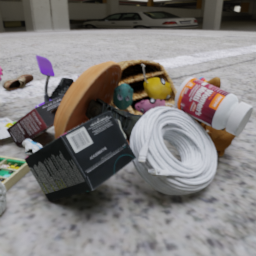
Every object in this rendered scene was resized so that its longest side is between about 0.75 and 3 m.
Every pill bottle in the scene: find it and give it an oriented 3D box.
[{"bbox_3d":[2.204,-0.561,7.314,1.798,0.985,0.985,32,38,31],"label":"pill bottle"}]

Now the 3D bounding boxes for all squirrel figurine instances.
[{"bbox_3d":[2.507,-0.084,8.930,2.344,1.659,2.188,-24,37,28],"label":"squirrel figurine"}]

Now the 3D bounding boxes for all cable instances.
[{"bbox_3d":[1.129,0.548,6.870,2.272,0.786,2.271,24,47,-18],"label":"cable"}]

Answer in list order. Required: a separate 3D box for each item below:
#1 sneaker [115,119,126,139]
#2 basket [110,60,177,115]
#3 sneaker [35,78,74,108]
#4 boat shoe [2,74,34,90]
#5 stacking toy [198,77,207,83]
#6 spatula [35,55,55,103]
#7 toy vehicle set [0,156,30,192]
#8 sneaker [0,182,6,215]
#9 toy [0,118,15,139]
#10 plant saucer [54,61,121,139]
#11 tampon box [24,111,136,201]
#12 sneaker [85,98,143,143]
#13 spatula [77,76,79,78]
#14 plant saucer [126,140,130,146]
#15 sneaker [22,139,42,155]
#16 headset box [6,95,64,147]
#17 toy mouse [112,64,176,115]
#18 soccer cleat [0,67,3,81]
[{"bbox_3d":[-0.371,0.094,6.622,0.463,0.326,0.872,23,32,-40],"label":"sneaker"},{"bbox_3d":[0.507,-1.742,11.468,2.832,2.021,2.110,-19,24,-35],"label":"basket"},{"bbox_3d":[-2.770,-1.373,11.628,0.973,1.392,2.798,16,29,32],"label":"sneaker"},{"bbox_3d":[-5.746,-2.380,14.871,0.621,0.655,1.730,24,43,36],"label":"boat shoe"},{"bbox_3d":[4.093,-2.099,14.333,1.189,0.690,0.652,30,38,30],"label":"stacking toy"},{"bbox_3d":[-3.081,-1.458,10.670,0.272,2.649,0.749,-8,-5,32],"label":"spatula"},{"bbox_3d":[-3.852,1.158,7.410,2.109,0.280,1.310,7,25,14],"label":"toy vehicle set"},{"bbox_3d":[-3.594,1.794,5.221,1.125,1.067,2.794,2,21,29],"label":"sneaker"},{"bbox_3d":[-4.508,0.232,9.124,1.145,0.469,1.988,29,30,25],"label":"toy"},{"bbox_3d":[-1.234,-0.708,8.335,0.562,3.000,3.000,33,31,7],"label":"plant saucer"},{"bbox_3d":[-1.111,0.664,6.257,1.910,1.206,1.432,-25,5,46],"label":"tampon box"},{"bbox_3d":[-0.399,-0.208,8.450,1.381,0.921,2.410,15,8,-46],"label":"sneaker"},{"bbox_3d":[-1.768,-1.926,12.353,0.154,0.422,1.494,-18,34,-38],"label":"spatula"},{"bbox_3d":[-0.427,0.411,8.952,1.953,0.365,1.953,0,24,0],"label":"plant saucer"},{"bbox_3d":[-2.858,0.583,8.098,0.901,0.338,0.390,12,34,38],"label":"sneaker"},{"bbox_3d":[-2.725,-0.268,8.929,1.869,0.722,1.391,-28,8,35],"label":"headset box"},{"bbox_3d":[0.385,-0.815,9.257,2.439,0.531,2.744,-20,-30,37],"label":"toy mouse"},{"bbox_3d":[-5.413,-1.864,10.692,0.989,0.800,2.290,27,31,-41],"label":"soccer cleat"}]
